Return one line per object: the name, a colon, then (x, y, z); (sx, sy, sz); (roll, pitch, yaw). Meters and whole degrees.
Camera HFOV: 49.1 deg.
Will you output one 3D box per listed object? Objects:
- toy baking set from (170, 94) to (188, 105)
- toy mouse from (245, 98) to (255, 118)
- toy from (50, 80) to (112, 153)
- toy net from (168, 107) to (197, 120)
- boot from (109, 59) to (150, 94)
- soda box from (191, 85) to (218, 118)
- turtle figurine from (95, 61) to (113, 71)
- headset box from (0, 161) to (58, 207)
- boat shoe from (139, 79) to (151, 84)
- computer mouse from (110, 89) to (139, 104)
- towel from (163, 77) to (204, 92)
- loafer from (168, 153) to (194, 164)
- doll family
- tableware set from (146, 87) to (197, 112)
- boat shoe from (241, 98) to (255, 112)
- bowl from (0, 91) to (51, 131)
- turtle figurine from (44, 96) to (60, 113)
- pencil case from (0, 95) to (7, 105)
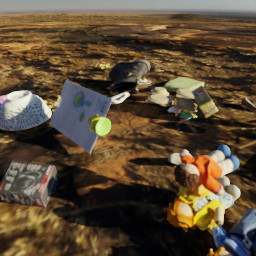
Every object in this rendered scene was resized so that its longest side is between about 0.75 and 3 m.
toy baking set: (2.046, -1.123, 10.970); (0.791, 0.120, 1.030); (-9, 33, 14)
toy mouse: (4.203, -0.272, 8.387); (1.817, 0.396, 2.045); (33, 10, 6)
toy: (-1.319, -0.377, 8.200); (0.621, 1.515, 2.631); (19, 6, -39)
toy net: (1.890, -0.580, 9.931); (0.589, 0.217, 1.123); (-17, 31, -31)
boot: (-0.254, -2.193, 12.413); (2.424, 0.839, 2.111); (-11, 31, 36)
soda box: (2.579, -0.926, 9.547); (0.457, 0.483, 1.427); (-32, 23, 15)
turtle figurine: (-1.209, -3.344, 15.501); (1.021, 0.408, 1.267); (17, 24, 17)
headset box: (-2.016, 1.155, 5.812); (1.062, 0.410, 0.790); (6, 48, 5)
boat shoe: (0.747, -2.244, 13.394); (0.771, 0.241, 0.274); (-5, 24, -14)
computer mouse: (-0.236, -1.195, 11.064); (1.410, 0.309, 0.773); (-26, 14, -35)
towel: (2.515, -1.882, 12.534); (1.317, 0.324, 1.775); (19, 30, 32)
loafer: (1.334, 0.780, 6.898); (0.768, 0.268, 0.268); (2, 16, -31)
doll family: (1.680, 1.610, 4.618); (1.763, 1.280, 2.840); (-13, 46, -40)
tableware set: (1.716, -1.145, 10.611); (1.889, 0.262, 2.261); (9, 26, 7)
boat shoe: (4.599, -0.849, 10.386); (0.333, 0.333, 0.946); (-14, 30, -30)
bowl: (-3.540, -0.710, 9.325); (1.806, 0.848, 1.806); (-3, 29, 2)
turtle figurine: (-2.728, -0.885, 10.386); (0.763, 0.305, 0.946); (-2, 60, 11)
pencil case: (-4.762, -1.009, 10.613); (0.423, 0.423, 0.957); (23, 35, 39)
